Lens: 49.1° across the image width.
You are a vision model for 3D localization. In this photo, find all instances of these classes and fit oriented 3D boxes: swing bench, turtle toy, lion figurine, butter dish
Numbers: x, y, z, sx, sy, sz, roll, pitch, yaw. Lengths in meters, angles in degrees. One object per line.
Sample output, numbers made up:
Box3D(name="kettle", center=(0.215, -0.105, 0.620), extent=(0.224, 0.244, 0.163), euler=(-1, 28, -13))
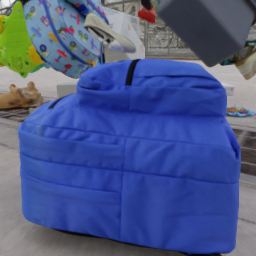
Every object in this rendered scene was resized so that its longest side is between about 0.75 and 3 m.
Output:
Box3D(name="swing bench", center=(-2.205, -0.408, 8.838), extent=(1.381, 0.901, 1.389), euler=(0, 22, -3))
Box3D(name="turtle toy", center=(-2.993, -2.846, 8.605), extent=(2.016, 2.766, 1.398), euler=(2, -7, 20))
Box3D(name="lion figurine", center=(-5.105, -1.161, 11.494), extent=(2.850, 1.033, 1.745), euler=(-24, 33, -23))
Box3D(name="butter dish", center=(0.814, -4.595, 11.132), extent=(0.753, 0.556, 0.751), euler=(20, 42, -12))

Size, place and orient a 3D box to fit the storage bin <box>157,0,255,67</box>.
Box3D(name="storage bin", center=(1.490, -2.281, 5.656), extent=(1.511, 2.077, 1.395), euler=(-26, 31, 49))

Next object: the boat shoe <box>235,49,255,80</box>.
Box3D(name="boat shoe", center=(3.382, -1.759, 6.829), extent=(1.668, 0.542, 0.602), euler=(-34, 5, -12))

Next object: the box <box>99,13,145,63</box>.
Box3D(name="box", center=(-0.243, -2.823, 9.834), extent=(0.951, 1.214, 1.951), euler=(-2, -23, 26))

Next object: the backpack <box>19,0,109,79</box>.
Box3D(name="backpack", center=(-1.380, -2.413, 6.469), extent=(1.536, 2.284, 2.085), euler=(-23, -20, 19))

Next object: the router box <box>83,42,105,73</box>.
Box3D(name="router box", center=(-1.061, -2.134, 8.465), extent=(0.292, 1.145, 0.854), euler=(-11, -8, 35))

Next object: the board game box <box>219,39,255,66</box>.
Box3D(name="board game box", center=(3.600, -2.480, 9.150), extent=(1.242, 0.840, 0.175), euler=(-13, 45, -31))

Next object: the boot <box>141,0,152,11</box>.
Box3D(name="boot", center=(0.755, -4.983, 10.728), extent=(0.575, 1.187, 0.443), euler=(-13, -14, -45))

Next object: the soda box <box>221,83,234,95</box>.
Box3D(name="soda box", center=(5.240, -2.128, 15.163), extent=(0.450, 0.482, 1.414), euler=(1, 17, 2))

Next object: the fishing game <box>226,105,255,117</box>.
Box3D(name="fishing game", center=(4.123, -0.727, 10.843), extent=(1.496, 0.325, 2.089), euler=(-11, 20, -41))

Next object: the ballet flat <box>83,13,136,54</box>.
Box3D(name="ballet flat", center=(-0.308, -1.424, 4.480), extent=(0.944, 0.328, 0.328), euler=(35, 12, -12))

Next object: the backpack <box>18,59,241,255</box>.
Box3D(name="backpack", center=(-0.048, 0.225, 4.166), extent=(2.865, 2.404, 2.328), euler=(0, 10, 11))

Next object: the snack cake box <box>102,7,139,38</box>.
Box3D(name="snack cake box", center=(-0.821, -3.931, 11.366), extent=(2.615, 1.504, 0.878), euler=(2, -2, -35))

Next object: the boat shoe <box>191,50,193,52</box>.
Box3D(name="boat shoe", center=(1.970, -2.747, 7.578), extent=(0.545, 1.491, 0.467), euler=(9, -2, 20))

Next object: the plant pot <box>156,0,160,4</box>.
Box3D(name="plant pot", center=(1.133, -3.818, 7.447), extent=(0.969, 0.969, 0.949), euler=(0, -28, 0))

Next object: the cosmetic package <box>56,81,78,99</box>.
Box3D(name="cosmetic package", center=(-1.522, -1.172, 10.735), extent=(2.255, 1.213, 0.957), euler=(-4, 19, -6))
